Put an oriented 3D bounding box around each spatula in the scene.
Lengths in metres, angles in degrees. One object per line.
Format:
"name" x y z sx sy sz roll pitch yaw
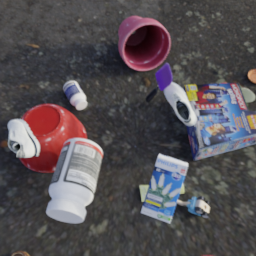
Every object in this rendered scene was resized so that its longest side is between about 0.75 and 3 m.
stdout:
"spatula" 1.059 -1.475 10.397 0.268 2.610 0.738 -12 77 -14

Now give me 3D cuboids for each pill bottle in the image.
"pill bottle" -2.159 -1.313 11.531 0.660 0.660 1.189 -25 60 -15
"pill bottle" -1.630 1.588 8.558 1.335 1.335 2.305 7 54 5

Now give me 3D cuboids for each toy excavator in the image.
"toy excavator" 2.020 2.525 9.152 1.012 1.041 0.520 40 53 -27

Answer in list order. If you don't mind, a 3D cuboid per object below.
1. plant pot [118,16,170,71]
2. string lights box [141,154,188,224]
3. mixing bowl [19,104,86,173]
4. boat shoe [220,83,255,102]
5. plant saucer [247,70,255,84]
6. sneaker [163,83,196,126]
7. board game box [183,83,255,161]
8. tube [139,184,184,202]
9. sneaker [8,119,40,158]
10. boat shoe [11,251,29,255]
"plant pot" 0.506 -3.964 12.526 2.213 2.213 1.980 -15 43 -9
"string lights box" 0.972 1.608 7.503 0.828 0.475 1.611 17 99 11
"mixing bowl" -2.935 0.119 10.157 2.656 1.439 2.656 0 56 1
"boat shoe" 4.534 -1.519 11.768 1.577 0.561 0.493 18 23 5
"plant saucer" 5.721 -2.242 12.440 0.830 0.155 0.830 0 58 1
"sneaker" 1.713 -0.878 9.347 0.649 0.629 1.776 -35 67 12
"board game box" 3.781 -0.314 10.726 2.985 0.921 2.987 -1 57 -2
"tube" 1.145 2.135 9.493 1.465 0.380 0.425 -7 19 1
"sneaker" -3.090 0.265 7.847 0.643 0.610 1.597 -13 39 -40
"boat shoe" -2.925 4.473 7.717 0.774 0.774 2.200 -21 58 -9
